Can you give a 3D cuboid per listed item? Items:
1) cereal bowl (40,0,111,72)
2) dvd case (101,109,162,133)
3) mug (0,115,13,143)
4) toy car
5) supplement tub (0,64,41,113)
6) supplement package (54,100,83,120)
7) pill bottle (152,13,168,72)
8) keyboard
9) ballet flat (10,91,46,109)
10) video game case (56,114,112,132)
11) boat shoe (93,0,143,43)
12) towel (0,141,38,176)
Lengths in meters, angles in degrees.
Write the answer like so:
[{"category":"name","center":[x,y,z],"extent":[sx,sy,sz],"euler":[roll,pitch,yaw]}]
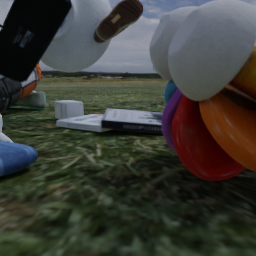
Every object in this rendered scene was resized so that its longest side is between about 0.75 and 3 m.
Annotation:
[{"category":"cereal bowl","center":[-1.958,-3.206,8.515],"extent":[2.863,2.863,1.192],"euler":[3,1,17]},{"category":"dvd case","center":[0.375,-0.181,7.014],"extent":[1.975,0.244,1.484],"euler":[4,14,-1]},{"category":"mug","center":[-2.442,0.036,4.450],"extent":[1.151,0.970,1.313],"euler":[-5,-34,37]},{"category":"toy car","center":[1.269,-0.329,3.731],"extent":[2.259,1.936,2.581],"euler":[24,16,-15]},{"category":"supplement tub","center":[-4.478,-1.706,10.179],"extent":[1.703,1.703,2.780],"euler":[3,28,15]},{"category":"supplement package","center":[-1.880,-0.557,8.860],"extent":[0.565,0.563,0.963],"euler":[-8,12,-36]},{"category":"pill bottle","center":[1.331,-2.691,9.140],"extent":[0.998,1.801,0.998],"euler":[15,6,-2]},{"category":"keyboard","center":[-2.641,-2.233,6.320],"extent":[1.750,0.284,2.754],"euler":[23,-48,-32]},{"category":"ballet flat","center":[-4.670,-1.253,11.871],"extent":[2.721,0.867,0.917],"euler":[3,3,18]},{"category":"video game case","center":[-0.845,-0.167,7.701],"extent":[1.490,0.194,1.637],"euler":[6,11,31]},{"category":"boat shoe","center":[-0.331,-3.043,7.988],"extent":[1.858,0.686,0.687],"euler":[-44,11,-28]},{"category":"towel","center":[-1.964,0.488,3.547],"extent":[0.827,0.359,1.481],"euler":[7,11,33]}]
